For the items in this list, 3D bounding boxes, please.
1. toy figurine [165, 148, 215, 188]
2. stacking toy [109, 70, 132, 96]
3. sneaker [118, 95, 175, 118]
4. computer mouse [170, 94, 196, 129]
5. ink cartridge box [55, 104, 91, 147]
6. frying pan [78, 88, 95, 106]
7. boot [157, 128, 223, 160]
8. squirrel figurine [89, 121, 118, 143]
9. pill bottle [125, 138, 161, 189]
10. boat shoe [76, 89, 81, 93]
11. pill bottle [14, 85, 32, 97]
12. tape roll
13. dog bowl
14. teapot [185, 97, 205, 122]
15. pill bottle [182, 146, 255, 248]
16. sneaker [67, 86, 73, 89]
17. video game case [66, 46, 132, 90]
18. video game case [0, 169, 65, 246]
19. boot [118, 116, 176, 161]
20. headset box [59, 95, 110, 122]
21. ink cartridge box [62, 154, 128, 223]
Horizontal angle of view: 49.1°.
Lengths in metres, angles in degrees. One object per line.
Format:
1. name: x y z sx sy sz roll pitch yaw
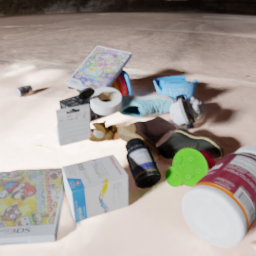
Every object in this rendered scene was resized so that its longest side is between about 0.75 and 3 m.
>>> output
1. toy figurine: 2.027 1.191 8.497 1.352 1.469 1.103 -5 60 -50
2. stacking toy: -1.133 -1.809 13.687 2.505 1.375 1.454 -23 38 -16
3. sneaker: 0.801 -0.771 12.059 2.581 0.954 1.058 -1 42 1
4. computer mouse: 1.944 -0.585 10.329 0.588 1.471 2.682 -18 -3 19
5. ink cartridge box: -1.987 -0.146 10.156 1.249 1.536 0.438 -13 32 -23
6. frying pan: -1.631 -1.224 10.945 0.707 1.169 0.190 -22 71 -14
7. boot: 2.025 0.821 9.445 1.367 0.766 1.977 -32 35 -31
8. squirrel figurine: -0.925 0.113 10.741 1.039 0.735 0.970 13 18 -4
9. pill bottle: 0.389 1.022 8.396 0.797 0.797 1.424 -9 50 -16
10. boat shoe: -1.566 -2.365 14.742 0.927 0.985 2.742 12 30 31
11. pill bottle: -5.397 -1.930 14.483 0.476 0.476 0.822 18 33 29
12. tape roll: -0.914 -1.100 11.475 1.297 0.454 1.297 2 48 -3
13. dog bowl: 2.238 -1.955 13.498 1.636 0.728 2.936 -10 18 -9
14. teapot: 2.738 -0.870 12.079 1.299 0.949 1.282 18 34 28
15. pill bottle: 2.698 1.560 7.068 1.539 1.539 2.696 24 37 36
16. sneaker: -2.702 -2.445 15.375 0.764 0.510 1.334 13 25 34
17. video game case: -1.355 -2.791 13.344 2.044 0.257 2.854 19 59 23
18. video game case: -2.946 2.012 7.540 2.342 0.295 2.573 -2 29 -4
19. boot: 0.957 0.238 10.075 1.964 0.854 2.362 -21 30 -24
20. headset box: -1.790 -0.934 12.374 1.994 0.770 1.484 -23 36 -37
21. ink cartridge box: -0.864 1.577 7.500 1.504 1.088 1.107 -12 31 -20
